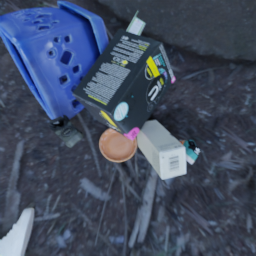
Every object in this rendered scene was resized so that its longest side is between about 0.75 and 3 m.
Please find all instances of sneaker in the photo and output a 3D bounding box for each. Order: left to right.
[{"bbox_3d":[-3.449,3.171,7.953,1.124,0.716,1.945,11,62,0],"label":"sneaker"},{"bbox_3d":[-1.649,0.068,7.554,0.582,1.523,0.873,-38,94,-7],"label":"sneaker"},{"bbox_3d":[1.778,0.605,8.551,0.511,1.431,0.572,39,95,-20],"label":"sneaker"}]

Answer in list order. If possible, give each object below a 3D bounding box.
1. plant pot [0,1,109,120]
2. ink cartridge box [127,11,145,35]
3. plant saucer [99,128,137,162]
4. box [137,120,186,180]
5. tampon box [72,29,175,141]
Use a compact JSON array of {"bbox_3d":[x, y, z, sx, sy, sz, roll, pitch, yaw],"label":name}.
[{"bbox_3d":[-2.109,-2.290,8.924,2.622,2.917,2.917,-31,44,-18],"label":"plant pot"},{"bbox_3d":[0.161,-3.619,10.775,0.508,0.889,1.712,28,53,-10],"label":"ink cartridge box"},{"bbox_3d":[-0.336,0.568,9.458,1.264,0.237,1.264,1,64,-1],"label":"plant saucer"},{"bbox_3d":[0.915,0.567,8.397,0.755,0.907,2.207,-12,25,-11],"label":"box"},{"bbox_3d":[-0.037,-1.220,8.208,1.527,1.812,2.418,29,79,31],"label":"tampon box"}]
